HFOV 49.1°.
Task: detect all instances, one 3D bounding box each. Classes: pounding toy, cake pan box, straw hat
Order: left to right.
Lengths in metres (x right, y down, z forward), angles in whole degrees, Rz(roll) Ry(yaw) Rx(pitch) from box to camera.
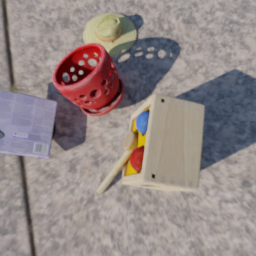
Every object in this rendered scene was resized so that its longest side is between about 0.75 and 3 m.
[{"bbox_3d":[-3.381,-0.100,8.967,2.117,0.554,1.949,9,74,-22],"label":"cake pan box"},{"bbox_3d":[-0.734,-3.735,10.496,2.086,0.883,2.086,0,77,1],"label":"straw hat"},{"bbox_3d":[0.530,0.785,8.476,2.131,2.998,2.760,12,75,-13],"label":"pounding toy"}]

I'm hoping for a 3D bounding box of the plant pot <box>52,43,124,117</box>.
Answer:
[{"bbox_3d":[-1.174,-1.507,9.219,1.953,1.778,1.953,-16,52,22],"label":"plant pot"}]
